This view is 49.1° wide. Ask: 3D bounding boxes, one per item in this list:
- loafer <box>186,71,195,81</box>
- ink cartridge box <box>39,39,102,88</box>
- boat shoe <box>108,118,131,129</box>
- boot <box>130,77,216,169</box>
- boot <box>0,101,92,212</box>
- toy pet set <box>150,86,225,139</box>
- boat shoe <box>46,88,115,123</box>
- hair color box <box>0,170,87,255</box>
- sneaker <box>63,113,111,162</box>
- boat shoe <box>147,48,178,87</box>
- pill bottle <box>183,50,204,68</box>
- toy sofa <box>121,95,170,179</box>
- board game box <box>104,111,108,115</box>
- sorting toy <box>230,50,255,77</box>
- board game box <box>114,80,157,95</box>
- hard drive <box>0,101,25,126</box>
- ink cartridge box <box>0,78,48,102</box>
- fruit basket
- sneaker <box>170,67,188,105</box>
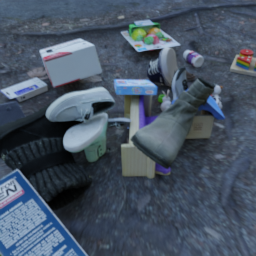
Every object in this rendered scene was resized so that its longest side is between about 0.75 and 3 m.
[{"bbox_3d":[2.123,-2.191,11.247,1.185,0.420,0.433,17,41,21],"label":"loafer"},{"bbox_3d":[-2.231,-2.511,10.494,1.787,1.037,2.477,-21,27,-12],"label":"ink cartridge box"},{"bbox_3d":[-0.239,-0.109,7.336,0.793,0.271,0.293,0,-5,38],"label":"boat shoe"},{"bbox_3d":[1.143,-0.334,6.256,1.008,1.944,2.976,37,16,6],"label":"boot"},{"bbox_3d":[-1.535,0.539,6.904,2.266,1.141,3.031,38,47,21],"label":"boot"},{"bbox_3d":[1.761,-0.911,8.773,2.664,1.414,2.487,-2,37,-1],"label":"toy pet set"},{"bbox_3d":[-1.075,-0.495,6.858,1.838,0.641,0.655,-25,57,-38],"label":"boat shoe"},{"bbox_3d":[-1.158,2.170,4.254,0.877,1.449,2.898,-33,63,-31],"label":"hair color box"},{"bbox_3d":[-0.951,0.465,7.083,0.753,1.207,2.047,5,21,14],"label":"sneaker"},{"bbox_3d":[1.111,-2.084,9.905,1.108,2.389,0.892,12,78,20],"label":"boat shoe"},{"bbox_3d":[2.837,-3.061,12.287,0.511,0.511,0.918,-17,41,-21],"label":"pill bottle"},{"bbox_3d":[0.482,0.087,7.800,1.271,1.079,2.605,0,38,2],"label":"toy sofa"},{"bbox_3d":[-1.807,-0.386,8.985,1.287,0.353,2.039,31,47,33],"label":"board game box"},{"bbox_3d":[5.313,-2.815,11.947,1.541,0.539,1.550,16,41,20],"label":"sorting toy"},{"bbox_3d":[0.170,-1.231,8.371,1.128,0.273,1.491,0,17,-5],"label":"board game box"},{"bbox_3d":[-4.332,0.096,8.179,2.609,0.552,1.760,-20,42,-26],"label":"hard drive"},{"bbox_3d":[-3.793,-1.364,10.248,0.750,0.296,1.508,35,47,31],"label":"ink cartridge box"},{"bbox_3d":[1.017,-4.344,13.405,2.158,1.092,2.330,-13,36,-16],"label":"fruit basket"},{"bbox_3d":[1.721,-1.066,8.733,0.676,1.704,0.630,13,29,32],"label":"sneaker"}]
